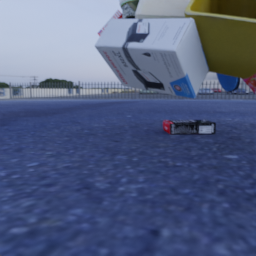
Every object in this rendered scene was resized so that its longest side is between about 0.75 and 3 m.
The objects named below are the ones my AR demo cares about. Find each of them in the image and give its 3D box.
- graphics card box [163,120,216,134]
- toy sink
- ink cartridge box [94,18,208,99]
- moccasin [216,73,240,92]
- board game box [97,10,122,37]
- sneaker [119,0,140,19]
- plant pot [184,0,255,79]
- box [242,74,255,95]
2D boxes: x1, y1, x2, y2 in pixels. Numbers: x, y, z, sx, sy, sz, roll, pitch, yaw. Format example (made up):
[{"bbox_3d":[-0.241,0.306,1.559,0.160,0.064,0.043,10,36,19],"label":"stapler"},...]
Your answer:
[{"bbox_3d":[2.085,-0.038,9.674,1.597,0.406,1.002,-2,7,-5],"label":"graphics card box"},{"bbox_3d":[1.235,-2.689,7.543,1.942,1.266,1.088,7,52,9],"label":"toy sink"},{"bbox_3d":[0.562,-1.662,6.655,2.219,0.929,1.610,16,-21,36],"label":"ink cartridge box"},{"bbox_3d":[4.022,-2.679,10.980,0.892,2.615,1.052,4,-12,-43],"label":"moccasin"},{"bbox_3d":[-0.232,-3.280,9.863,1.401,1.061,0.324,25,28,-48],"label":"board game box"},{"bbox_3d":[0.620,-3.596,8.456,0.859,0.990,2.235,6,-2,-45],"label":"sneaker"},{"bbox_3d":[2.497,-2.265,6.523,1.892,1.879,1.935,18,-29,22],"label":"plant pot"},{"bbox_3d":[5.968,-2.608,11.461,1.208,1.261,2.530,-29,-16,-25],"label":"box"}]
